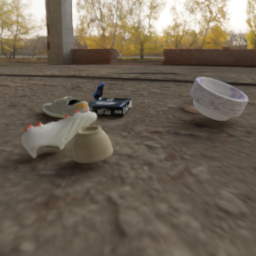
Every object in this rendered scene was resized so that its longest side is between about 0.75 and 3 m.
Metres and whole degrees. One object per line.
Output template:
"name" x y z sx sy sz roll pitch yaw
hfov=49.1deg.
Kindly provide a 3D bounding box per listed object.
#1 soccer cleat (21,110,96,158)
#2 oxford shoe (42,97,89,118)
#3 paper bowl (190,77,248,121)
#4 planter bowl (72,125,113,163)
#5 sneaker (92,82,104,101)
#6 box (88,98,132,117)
"soccer cleat" -1.794 0.138 7.724 2.226 0.863 0.771 -21 -5 -34
"oxford shoe" -2.488 -0.846 11.245 1.102 0.846 2.930 -18 22 -39
"paper bowl" 3.387 -1.052 10.795 2.099 1.092 2.099 15 28 -9
"planter bowl" -0.910 0.339 6.834 0.998 0.672 0.998 -7 19 3
"sneaker" -1.198 -1.547 12.033 0.343 0.881 0.309 43 35 10
"box" -0.796 -0.925 12.192 1.608 0.437 2.007 3 17 11
